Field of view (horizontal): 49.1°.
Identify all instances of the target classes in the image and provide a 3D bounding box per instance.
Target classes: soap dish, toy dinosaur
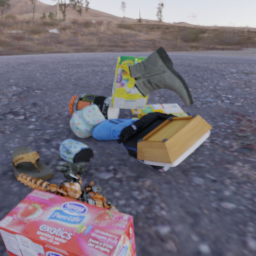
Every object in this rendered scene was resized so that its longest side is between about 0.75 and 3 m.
[{"bbox_3d":[1.300,0.327,8.268,1.899,0.771,1.494,-35,18,-30],"label":"soap dish"},{"bbox_3d":[-1.537,1.748,7.646,1.390,2.722,1.847,-42,24,-4],"label":"toy dinosaur"}]

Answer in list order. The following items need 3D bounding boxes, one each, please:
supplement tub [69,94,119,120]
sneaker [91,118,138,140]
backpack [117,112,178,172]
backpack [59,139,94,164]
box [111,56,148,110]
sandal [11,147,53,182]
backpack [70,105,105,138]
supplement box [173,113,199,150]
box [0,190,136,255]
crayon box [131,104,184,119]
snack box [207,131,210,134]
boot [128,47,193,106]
[{"bbox_3d":[-1.869,-1.038,15.314,2.475,1.516,1.516,9,23,21],"label":"supplement tub"},{"bbox_3d":[-0.278,0.122,13.119,2.807,0.925,1.101,-7,21,-20],"label":"sneaker"},{"bbox_3d":[1.119,0.456,10.676,2.216,1.707,2.111,25,67,39],"label":"backpack"},{"bbox_3d":[-2.186,0.956,11.225,1.239,0.952,1.010,3,23,42],"label":"backpack"},{"bbox_3d":[0.205,-2.188,13.281,1.752,2.987,0.722,2,49,-11],"label":"box"},{"bbox_3d":[-3.724,1.198,10.507,1.204,0.804,2.947,-11,24,-27],"label":"sandal"},{"bbox_3d":[-1.972,-0.311,13.598,1.577,1.209,1.386,-24,74,-31],"label":"backpack"},{"bbox_3d":[2.153,0.151,12.716,1.738,1.168,1.739,-2,21,-6],"label":"supplement box"},{"bbox_3d":[-1.285,2.505,6.186,2.685,1.338,1.282,8,31,22],"label":"box"},{"bbox_3d":[1.555,-0.755,15.690,2.797,0.721,1.758,-1,21,-5],"label":"crayon box"},{"bbox_3d":[3.362,0.133,14.147,1.431,0.174,0.514,3,21,7],"label":"snack box"},{"bbox_3d":[0.854,-1.132,7.451,1.165,1.784,0.604,-33,-2,10],"label":"boot"}]
